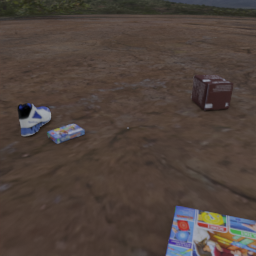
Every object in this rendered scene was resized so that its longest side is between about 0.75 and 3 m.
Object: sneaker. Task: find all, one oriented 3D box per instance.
[{"bbox_3d":[-2.820,-0.442,8.374,0.572,0.817,1.415,-3,28,12],"label":"sneaker"}]

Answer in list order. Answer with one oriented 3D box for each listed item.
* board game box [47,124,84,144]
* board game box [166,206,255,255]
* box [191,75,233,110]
[{"bbox_3d":[-1.781,0.148,8.042,0.880,0.152,0.595,-20,31,-34],"label":"board game box"},{"bbox_3d":[1.608,1.941,4.290,1.974,0.340,1.336,8,28,15],"label":"board game box"},{"bbox_3d":[2.954,-1.286,9.966,0.953,0.943,1.149,-4,26,-13],"label":"box"}]
